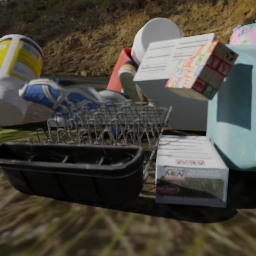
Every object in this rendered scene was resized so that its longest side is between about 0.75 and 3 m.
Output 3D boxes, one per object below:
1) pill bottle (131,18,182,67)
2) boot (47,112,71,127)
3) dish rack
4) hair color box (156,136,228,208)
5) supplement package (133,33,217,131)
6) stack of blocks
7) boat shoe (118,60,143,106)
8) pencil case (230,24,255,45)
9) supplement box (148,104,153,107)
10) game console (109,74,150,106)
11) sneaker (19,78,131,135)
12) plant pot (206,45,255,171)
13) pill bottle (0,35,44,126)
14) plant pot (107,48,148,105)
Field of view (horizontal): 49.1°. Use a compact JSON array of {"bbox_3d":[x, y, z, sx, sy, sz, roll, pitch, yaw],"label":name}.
[{"bbox_3d":[1.016,-2.949,10.616,1.719,1.719,2.954,-1,2,-3],"label":"pill bottle"},{"bbox_3d":[-2.094,-0.737,9.464,0.896,1.113,2.464,0,11,2],"label":"boot"},{"bbox_3d":[-0.442,0.060,4.513,2.116,0.753,2.759,2,29,20],"label":"dish rack"},{"bbox_3d":[0.887,0.554,4.261,0.872,0.534,1.761,2,10,8],"label":"hair color box"},{"bbox_3d":[1.590,-1.034,7.288,1.794,1.277,2.303,4,-30,39],"label":"supplement package"},{"bbox_3d":[1.020,-0.817,4.151,0.354,0.696,1.209,29,3,-12],"label":"stack of blocks"},{"bbox_3d":[0.109,-1.321,9.252,0.814,0.679,2.183,7,-32,11],"label":"boat shoe"},{"bbox_3d":[3.135,-1.539,6.893,1.103,1.103,2.523,3,53,13],"label":"pencil case"},{"bbox_3d":[1.060,-0.574,9.017,0.557,0.829,0.829,34,28,29],"label":"supplement box"},{"bbox_3d":[0.522,-1.929,14.156,2.884,1.712,2.486,0,11,-3],"label":"game console"},{"bbox_3d":[-1.439,-0.576,7.343,2.941,1.133,1.113,11,-3,1],"label":"sneaker"},{"bbox_3d":[2.466,-0.274,4.415,2.178,2.172,2.218,2,13,11],"label":"plant pot"},{"bbox_3d":[-3.809,-1.581,9.180,1.593,1.593,2.788,0,55,2],"label":"pill bottle"},{"bbox_3d":[0.233,-1.908,11.884,2.267,2.006,2.267,27,27,-15],"label":"plant pot"}]
